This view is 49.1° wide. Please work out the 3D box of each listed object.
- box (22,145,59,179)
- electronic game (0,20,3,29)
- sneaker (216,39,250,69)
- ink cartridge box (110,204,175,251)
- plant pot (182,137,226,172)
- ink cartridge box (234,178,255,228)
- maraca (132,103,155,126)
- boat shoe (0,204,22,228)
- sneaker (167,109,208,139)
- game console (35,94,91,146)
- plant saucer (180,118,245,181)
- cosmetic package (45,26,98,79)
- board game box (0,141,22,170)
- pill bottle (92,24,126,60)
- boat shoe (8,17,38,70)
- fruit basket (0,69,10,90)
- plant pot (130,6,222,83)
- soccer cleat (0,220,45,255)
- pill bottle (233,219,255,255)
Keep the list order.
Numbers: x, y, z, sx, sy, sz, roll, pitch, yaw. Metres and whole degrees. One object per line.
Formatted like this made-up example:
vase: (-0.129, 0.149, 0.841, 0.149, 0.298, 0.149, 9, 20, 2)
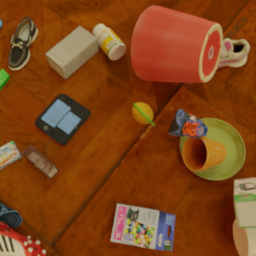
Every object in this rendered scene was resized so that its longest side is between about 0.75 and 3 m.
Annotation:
box: (-3.168, 1.239, 10.125, 1.274, 0.638, 0.477, 39, 72, 15)
electronic game: (-6.197, -4.735, 12.884, 0.836, 0.174, 0.836, 0, 68, 0)
sneaker: (3.729, -3.065, 11.600, 2.799, 1.235, 1.139, -17, 68, -7)
ink cartridge box: (0.528, 3.338, 9.383, 2.062, 0.433, 1.231, 9, 68, 2)
plant pot: (2.751, 0.888, 9.880, 1.146, 1.251, 1.251, 2, 64, -30)
ink cartridge box: (3.999, 2.165, 8.437, 1.488, 2.039, 0.857, -11, 93, 21)
maraca: (0.552, -0.450, 9.722, 0.656, 1.227, 0.841, -40, 57, 6)
boat shoe: (-4.441, 2.888, 9.460, 1.702, 0.584, 0.716, 21, 69, 8)
sneaker: (1.915, -0.056, 8.610, 0.859, 2.191, 0.825, 26, 106, 27)
game console: (-2.579, -0.371, 11.002, 1.570, 0.275, 1.775, 33, 71, 13)
plant saucer: (3.094, 0.803, 10.450, 2.393, 0.372, 2.393, 0, 68, 0)
cosmetic package: (-2.335, -3.212, 11.878, 1.092, 0.922, 2.044, 41, 70, 15)
board game box: (-4.612, 1.065, 10.442, 1.069, 0.184, 0.723, -33, 71, -13)
pill bottle: (-0.865, -3.734, 12.091, 0.871, 0.871, 1.544, -34, 71, -13)
boat shoe: (-4.625, -3.669, 12.121, 0.916, 0.748, 2.479, 14, 68, 6)
fruit basket: (-5.427, -2.062, 11.587, 0.841, 0.606, 0.841, 4, 75, -15)
plant pot: (1.871, -2.858, 10.181, 2.488, 2.812, 2.812, 18, 67, 31)
soccer cleat: (-3.614, 3.891, 9.021, 2.158, 0.741, 0.919, 32, 94, 4)
pill bottle: (4.939, 3.348, 8.700, 2.959, 1.638, 1.638, -3, 67, 0)
